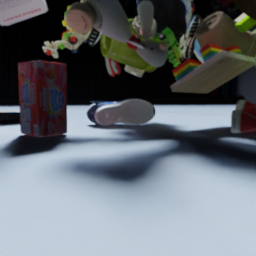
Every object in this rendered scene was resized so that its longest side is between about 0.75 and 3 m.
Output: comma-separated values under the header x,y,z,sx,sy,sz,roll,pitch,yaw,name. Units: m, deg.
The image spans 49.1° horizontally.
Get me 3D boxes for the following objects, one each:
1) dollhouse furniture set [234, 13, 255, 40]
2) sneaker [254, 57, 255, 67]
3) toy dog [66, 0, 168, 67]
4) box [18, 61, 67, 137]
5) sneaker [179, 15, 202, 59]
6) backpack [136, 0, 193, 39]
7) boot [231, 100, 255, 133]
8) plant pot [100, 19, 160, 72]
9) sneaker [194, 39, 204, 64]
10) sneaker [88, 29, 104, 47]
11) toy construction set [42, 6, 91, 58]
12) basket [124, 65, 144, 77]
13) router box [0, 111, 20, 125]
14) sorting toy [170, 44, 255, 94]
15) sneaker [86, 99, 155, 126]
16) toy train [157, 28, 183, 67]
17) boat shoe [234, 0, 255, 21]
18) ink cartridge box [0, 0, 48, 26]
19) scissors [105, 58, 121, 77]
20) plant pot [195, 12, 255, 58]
x,y,z,sx,sy,sz,roll,pitch,yaw,name
4.149,-2.470,7.713,1.480,2.260,1.134,-38,15,21,dollhouse furniture set
4.883,-2.340,10.201,0.889,1.031,2.352,-9,13,9,sneaker
-0.047,-2.799,7.135,2.900,1.913,1.397,10,-24,-26,toy dog
-2.023,-0.680,6.646,0.865,1.686,0.798,5,7,40,box
2.245,-3.432,10.453,0.579,1.570,0.628,-4,35,-30,sneaker
1.124,-3.890,8.625,1.716,1.378,1.876,12,-11,13,backpack
3.643,-0.268,7.448,1.555,0.780,2.155,3,15,24,boot
0.051,-3.155,10.394,1.916,1.990,1.990,0,5,-25,plant pot
3.514,-3.128,11.717,0.915,2.334,1.050,-9,-19,-35,sneaker
-0.985,-3.256,9.574,0.417,1.129,0.448,24,-7,24,sneaker
-2.041,-3.193,9.524,1.291,1.969,0.907,30,-15,11,toy construction set
0.474,-2.942,12.196,0.859,1.268,0.782,23,5,-7,basket
-4.319,-0.361,9.819,1.196,0.410,1.604,5,8,40,router box
2.622,-1.901,8.923,2.019,0.707,2.031,-4,-20,-41,sorting toy
-0.347,-0.574,9.596,2.155,0.868,1.578,-8,13,-23,sneaker
1.382,-2.503,8.829,0.508,0.376,1.801,-40,-26,8,toy train
2.494,-3.177,5.879,0.780,2.401,0.866,-32,-27,9,boat shoe
-3.098,-3.675,7.166,1.419,0.819,1.943,-20,-13,-4,ink cartridge box
-0.908,-3.548,11.762,0.202,2.905,1.063,-25,23,-23,scissors
3.280,-3.042,9.902,1.728,1.981,1.981,41,-16,-28,plant pot
